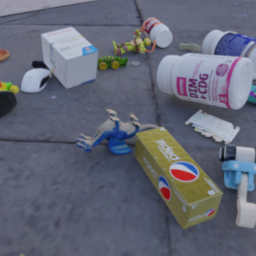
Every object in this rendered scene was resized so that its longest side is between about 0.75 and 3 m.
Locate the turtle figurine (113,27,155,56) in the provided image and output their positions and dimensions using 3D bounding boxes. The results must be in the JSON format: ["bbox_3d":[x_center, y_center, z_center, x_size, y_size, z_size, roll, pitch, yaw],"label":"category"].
[{"bbox_3d":[0.269,-4.289,14.340,2.039,0.814,2.529,-12,49,-1],"label":"turtle figurine"}]

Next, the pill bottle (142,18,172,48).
[{"bbox_3d":[1.589,-5.206,15.358,1.120,1.120,2.044,-10,37,-13],"label":"pill bottle"}]

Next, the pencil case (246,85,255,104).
[{"bbox_3d":[4.260,-1.326,10.330,1.627,0.692,0.752,18,6,24],"label":"pencil case"}]

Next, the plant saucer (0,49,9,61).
[{"bbox_3d":[-6.671,-3.511,13.770,1.536,0.248,1.536,1,35,-1],"label":"plant saucer"}]

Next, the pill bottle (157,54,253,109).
[{"bbox_3d":[2.520,-1.660,9.524,2.855,1.618,1.618,16,38,38],"label":"pill bottle"}]

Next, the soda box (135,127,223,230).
[{"bbox_3d":[1.072,1.076,6.889,0.888,0.839,2.623,-13,37,-19],"label":"soda box"}]

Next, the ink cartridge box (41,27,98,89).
[{"bbox_3d":[-2.423,-2.914,11.550,1.472,1.446,1.999,-25,57,-30],"label":"ink cartridge box"}]

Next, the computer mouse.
[{"bbox_3d":[-3.711,-2.315,11.816,1.451,0.581,2.646,4,36,3],"label":"computer mouse"}]

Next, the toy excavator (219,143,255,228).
[{"bbox_3d":[2.696,1.294,6.611,0.906,1.813,1.763,5,-8,10],"label":"toy excavator"}]

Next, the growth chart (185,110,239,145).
[{"bbox_3d":[2.694,-0.041,9.032,1.211,0.148,1.674,-31,46,-34],"label":"growth chart"}]

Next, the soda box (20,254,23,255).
[{"bbox_3d":[-0.670,3.080,3.961,2.983,1.010,0.955,17,39,23],"label":"soda box"}]

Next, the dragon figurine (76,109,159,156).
[{"bbox_3d":[-0.229,0.248,8.090,2.560,1.273,0.753,8,28,-28],"label":"dragon figurine"}]

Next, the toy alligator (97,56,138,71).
[{"bbox_3d":[-0.587,-3.077,12.919,2.182,0.524,0.723,-8,37,-10],"label":"toy alligator"}]

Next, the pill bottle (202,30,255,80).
[{"bbox_3d":[4.710,-3.320,12.360,1.589,1.589,2.746,-21,41,-27],"label":"pill bottle"}]

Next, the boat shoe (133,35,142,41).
[{"bbox_3d":[0.489,-4.650,15.188,0.478,0.504,1.331,8,46,5],"label":"boat shoe"}]

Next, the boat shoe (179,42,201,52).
[{"bbox_3d":[3.276,-4.297,14.713,1.130,0.406,0.382,15,43,23],"label":"boat shoe"}]

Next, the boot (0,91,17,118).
[{"bbox_3d":[-5.375,-0.851,9.525,2.626,1.017,1.816,-24,37,-31],"label":"boot"}]

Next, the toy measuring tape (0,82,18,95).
[{"bbox_3d":[-5.258,-1.206,10.070,2.495,0.918,0.918,-7,36,-10],"label":"toy measuring tape"}]
